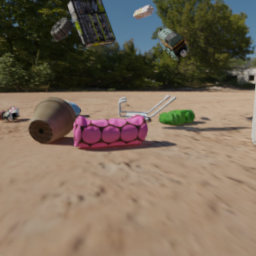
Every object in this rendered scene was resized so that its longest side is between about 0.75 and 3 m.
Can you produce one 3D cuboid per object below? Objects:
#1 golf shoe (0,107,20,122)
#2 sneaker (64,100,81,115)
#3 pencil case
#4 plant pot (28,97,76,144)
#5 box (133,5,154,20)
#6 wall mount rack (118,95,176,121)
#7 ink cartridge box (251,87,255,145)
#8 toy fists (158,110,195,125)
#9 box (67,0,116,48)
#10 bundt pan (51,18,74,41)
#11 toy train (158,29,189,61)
[{"bbox_3d":[-5.039,-0.543,12.277,0.675,0.532,1.466,13,16,-2],"label":"golf shoe"},{"bbox_3d":[-3.210,-0.944,14.182,1.082,0.943,2.406,13,5,-41],"label":"sneaker"},{"bbox_3d":[-0.495,0.037,7.375,1.912,0.896,0.868,-2,-31,-22],"label":"pencil case"},{"bbox_3d":[-2.243,-0.129,7.917,1.246,1.246,1.081,2,25,11],"label":"plant pot"},{"bbox_3d":[0.435,-3.352,8.152,0.192,0.206,0.993,26,3,-24],"label":"box"},{"bbox_3d":[0.804,-0.952,12.852,2.492,1.069,2.868,0,10,-1],"label":"wall mount rack"},{"bbox_3d":[4.667,-0.703,7.990,1.277,2.120,2.918,9,13,42],"label":"ink cartridge box"},{"bbox_3d":[2.061,-0.462,11.356,0.876,0.591,1.719,10,12,44],"label":"toy fists"},{"bbox_3d":[-1.240,-3.633,9.691,1.251,1.561,0.346,-21,1,-36],"label":"box"},{"bbox_3d":[-2.367,-3.508,9.874,0.920,0.920,0.345,10,-25,47],"label":"bundt pan"},{"bbox_3d":[1.950,-3.782,12.385,0.851,1.138,1.997,-36,35,8],"label":"toy train"}]
